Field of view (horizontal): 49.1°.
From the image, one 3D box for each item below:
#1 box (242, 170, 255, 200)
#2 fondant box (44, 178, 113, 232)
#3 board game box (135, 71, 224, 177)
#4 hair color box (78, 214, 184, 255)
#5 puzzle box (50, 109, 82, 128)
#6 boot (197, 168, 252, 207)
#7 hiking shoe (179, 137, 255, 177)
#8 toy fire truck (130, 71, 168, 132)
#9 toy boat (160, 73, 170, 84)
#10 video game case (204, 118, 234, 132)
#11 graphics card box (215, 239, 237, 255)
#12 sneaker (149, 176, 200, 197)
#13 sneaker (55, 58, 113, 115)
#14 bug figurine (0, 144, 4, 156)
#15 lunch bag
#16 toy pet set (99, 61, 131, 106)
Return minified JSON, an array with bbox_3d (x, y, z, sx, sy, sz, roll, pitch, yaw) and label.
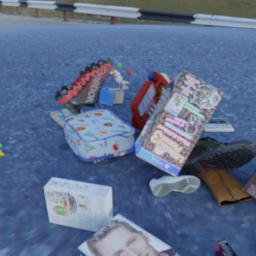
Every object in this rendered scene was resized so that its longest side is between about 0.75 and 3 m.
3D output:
[{"bbox_3d":[4.313,1.316,7.722,1.365,1.351,1.645,36,41,24],"label":"box"},{"bbox_3d":[-1.222,1.947,7.032,1.616,1.166,0.471,6,27,12],"label":"fondant box"},{"bbox_3d":[1.418,-0.183,8.677,1.303,2.692,2.146,29,4,-2],"label":"board game box"},{"bbox_3d":[0.341,2.914,5.533,2.589,0.784,1.295,20,33,35],"label":"hair color box"},{"bbox_3d":[-2.548,-0.433,12.802,1.313,0.251,1.974,-18,32,-33],"label":"puzzle box"},{"bbox_3d":[3.130,1.419,8.623,1.881,0.684,1.998,-8,28,-15],"label":"boot"},{"bbox_3d":[2.549,0.637,8.384,2.415,0.914,1.216,-18,38,31],"label":"hiking shoe"},{"bbox_3d":[1.015,-1.047,11.191,1.428,2.139,2.547,15,58,28],"label":"toy fire truck"},{"bbox_3d":[1.706,-1.947,15.009,1.396,1.394,2.136,-27,22,14],"label":"toy boat"},{"bbox_3d":[3.874,-0.138,12.349,1.221,0.143,1.110,0,27,1],"label":"video game case"},{"bbox_3d":[2.149,2.876,5.844,0.231,0.570,0.908,-9,28,-14],"label":"graphics card box"},{"bbox_3d":[1.382,1.634,8.372,1.554,0.546,0.622,-2,15,-13],"label":"sneaker"},{"bbox_3d":[-1.519,-1.608,11.146,2.810,1.373,0.993,-46,28,-20],"label":"sneaker"},{"bbox_3d":[-5.507,0.803,10.039,2.025,0.521,1.571,20,33,35],"label":"bug figurine"},{"bbox_3d":[-1.074,0.217,10.627,2.307,1.088,2.879,-12,28,-26],"label":"lunch bag"},{"bbox_3d":[-0.902,-2.318,14.604,1.158,2.036,2.181,-2,25,-24],"label":"toy pet set"}]
